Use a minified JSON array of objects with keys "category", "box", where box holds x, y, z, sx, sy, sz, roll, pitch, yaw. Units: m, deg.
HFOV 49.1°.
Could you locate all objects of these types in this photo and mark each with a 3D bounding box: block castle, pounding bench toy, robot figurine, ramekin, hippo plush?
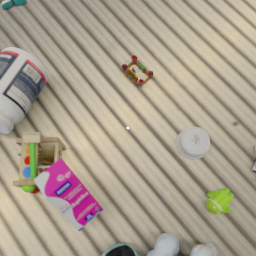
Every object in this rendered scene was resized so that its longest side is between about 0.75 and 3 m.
[{"category":"block castle","box":[0.292,-1.813,8.917,0.620,0.435,0.928,-42,78,-11]},{"category":"pounding bench toy","box":[-2.378,0.974,7.362,1.103,1.775,1.384,-2,72,-1]},{"category":"robot figurine","box":[2.510,2.026,7.721,0.812,0.470,0.712,-39,96,-13]},{"category":"ramekin","box":[1.934,0.412,8.224,0.969,0.451,0.969,0,73,1]},{"category":"hippo plush","box":[1.226,3.540,7.018,1.509,1.495,1.876,15,62,33]}]

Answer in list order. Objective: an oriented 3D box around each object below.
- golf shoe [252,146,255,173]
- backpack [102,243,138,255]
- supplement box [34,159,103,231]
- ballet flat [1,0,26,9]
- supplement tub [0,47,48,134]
[{"category":"golf shoe","box":[3.805,1.018,8.061,0.517,0.426,1.095,-12,72,-4]},{"category":"backpack","box":[-0.157,3.504,7.053,1.001,0.873,1.139,-26,85,-10]},{"category":"supplement box","box":[-1.422,1.643,6.828,0.810,1.600,0.827,-40,40,-15]},{"category":"ballet flat","box":[-4.032,-4.441,9.827,0.872,0.303,0.303,-21,74,-5]},{"category":"supplement tub","box":[-3.342,-1.046,7.823,1.463,1.463,2.085,22,65,6]}]
